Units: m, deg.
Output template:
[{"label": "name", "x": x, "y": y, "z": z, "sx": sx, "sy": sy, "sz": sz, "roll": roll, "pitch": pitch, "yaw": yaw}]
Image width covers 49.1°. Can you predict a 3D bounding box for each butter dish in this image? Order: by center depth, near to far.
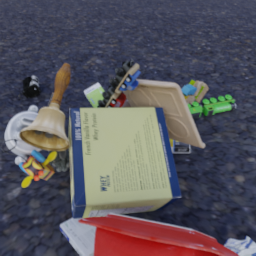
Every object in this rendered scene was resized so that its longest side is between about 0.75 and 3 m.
[{"label": "butter dish", "x": 0.551, "y": 2.983, "z": 5.505, "sx": 2.787, "sy": 2.779, "sz": 2.060, "roll": 0, "pitch": 66, "yaw": 32}]

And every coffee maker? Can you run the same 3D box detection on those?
[{"label": "coffee maker", "x": -4.773, "y": -1.961, "z": 13.453, "sx": 1.039, "sy": 0.728, "sz": 1.081, "roll": -12, "pitch": 37, "yaw": -14}]

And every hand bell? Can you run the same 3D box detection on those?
[{"label": "hand bell", "x": -1.827, "y": -0.684, "z": 7.065, "sx": 1.188, "sy": 1.188, "sz": 2.281, "roll": 4, "pitch": 63, "yaw": 6}]

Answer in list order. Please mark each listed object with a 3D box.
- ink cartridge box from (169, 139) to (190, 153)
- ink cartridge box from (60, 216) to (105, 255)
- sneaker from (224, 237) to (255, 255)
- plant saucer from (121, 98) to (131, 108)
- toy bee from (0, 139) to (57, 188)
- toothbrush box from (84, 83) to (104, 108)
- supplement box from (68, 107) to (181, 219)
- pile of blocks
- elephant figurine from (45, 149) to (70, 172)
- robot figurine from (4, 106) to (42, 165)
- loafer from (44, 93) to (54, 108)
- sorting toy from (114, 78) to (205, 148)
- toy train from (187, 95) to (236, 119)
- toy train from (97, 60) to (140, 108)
[{"label": "ink cartridge box", "x": 1.505, "y": 0.333, "z": 10.518, "sx": 1.570, "sy": 0.373, "sz": 1.588, "roll": -2, "pitch": 39, "yaw": 10}, {"label": "ink cartridge box", "x": -0.980, "y": 2.735, "z": 7.420, "sx": 1.211, "sy": 0.262, "sz": 1.189, "roll": -19, "pitch": 40, "yaw": -38}, {"label": "sneaker", "x": 2.466, "y": 3.083, "z": 6.790, "sx": 1.575, "sy": 0.593, "sz": 0.694, "roll": -2, "pitch": 27, "yaw": -17}, {"label": "plant saucer", "x": -0.663, "y": -0.571, "z": 10.417, "sx": 2.904, "sy": 0.466, "sz": 2.904, "roll": -28, "pitch": 10, "yaw": 5}, {"label": "toy bee", "x": -2.252, "y": 1.003, "z": 6.694, "sx": 0.898, "sy": 1.081, "sz": 1.652, "roll": 41, "pitch": 14, "yaw": 31}, {"label": "toothbrush box", "x": -1.148, "y": -1.141, "z": 10.564, "sx": 0.651, "sy": 0.385, "sz": 0.894, "roll": -33, "pitch": 74, "yaw": -10}, {"label": "supplement box", "x": -0.279, "y": 0.942, "z": 7.610, "sx": 2.553, "sy": 1.715, "sz": 2.555, "roll": -2, "pitch": 64, "yaw": -14}, {"label": "pile of blocks", "x": 1.781, "y": -1.155, "z": 8.671, "sx": 0.627, "sy": 0.828, "sz": 2.018, "roll": 37, "pitch": 32, "yaw": 26}, {"label": "elephant figurine", "x": -2.293, "y": 0.913, "z": 9.047, "sx": 0.751, "sy": 1.062, "sz": 0.824, "roll": -34, "pitch": 49, "yaw": -3}, {"label": "robot figurine", "x": -2.841, "y": 0.197, "z": 7.887, "sx": 1.134, "sy": 2.007, "sz": 1.702, "roll": 18, "pitch": 73, "yaw": -22}, {"label": "loafer", "x": -2.419, "y": -0.596, "z": 8.595, "sx": 0.352, "sy": 0.403, "sz": 1.120, "roll": 30, "pitch": 62, "yaw": -11}, {"label": "sorting toy", "x": 0.956, "y": -0.522, "z": 8.255, "sx": 2.368, "sy": 2.558, "sz": 0.467, "roll": 16, "pitch": 60, "yaw": 48}, {"label": "toy train", "x": 3.553, "y": -0.876, "z": 12.173, "sx": 2.603, "sy": 0.543, "sz": 0.734, "roll": -12, "pitch": 48, "yaw": -16}, {"label": "toy train", "x": -0.422, "y": -0.791, "z": 7.874, "sx": 0.670, "sy": 2.925, "sz": 0.499, "roll": 39, "pitch": 50, "yaw": 0}]
